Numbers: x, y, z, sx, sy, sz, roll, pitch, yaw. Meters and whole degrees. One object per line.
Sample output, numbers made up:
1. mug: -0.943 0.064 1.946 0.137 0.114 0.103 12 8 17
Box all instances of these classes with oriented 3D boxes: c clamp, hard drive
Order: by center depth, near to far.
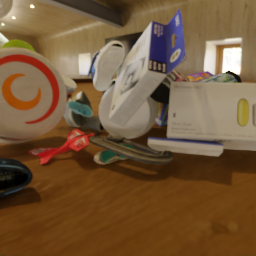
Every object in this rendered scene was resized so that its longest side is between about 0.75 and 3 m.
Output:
1. c clamp: 0.165 0.507 7.444 2.575 0.349 2.200 19 6 44
2. hard drive: 1.513 0.513 7.475 1.820 0.231 1.201 5 -10 13

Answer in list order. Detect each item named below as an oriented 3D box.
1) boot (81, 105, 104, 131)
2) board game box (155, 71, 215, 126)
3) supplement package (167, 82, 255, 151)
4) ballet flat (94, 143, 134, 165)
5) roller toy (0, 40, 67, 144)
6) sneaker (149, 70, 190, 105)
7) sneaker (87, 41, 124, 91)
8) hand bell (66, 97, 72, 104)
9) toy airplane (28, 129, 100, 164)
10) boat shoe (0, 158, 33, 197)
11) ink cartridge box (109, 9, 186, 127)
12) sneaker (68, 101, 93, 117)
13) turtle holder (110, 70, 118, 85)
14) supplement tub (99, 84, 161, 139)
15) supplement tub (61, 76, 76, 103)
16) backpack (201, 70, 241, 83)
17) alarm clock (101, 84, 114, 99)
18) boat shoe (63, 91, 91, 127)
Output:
1. boot: -1.285 -0.399 10.606 0.434 1.087 1.196 9 -8 -37
2. board game box: 2.389 -1.282 11.898 2.762 1.857 0.618 -18 49 -34
3. supplement package: 2.440 -0.253 7.657 2.606 1.445 2.029 2 -10 11
4. ballet flat: -0.390 0.674 7.405 1.248 0.472 0.399 -7 -5 -42
5. roller toy: -3.461 -0.851 8.535 2.045 2.670 2.927 -15 34 53
6. sneaker: 1.415 -1.395 9.195 1.157 2.880 1.243 -27 44 26
7. sneaker: -0.751 -2.290 8.959 0.784 1.945 1.424 4 51 -21
8. hand bell: -3.785 -1.220 14.855 1.093 1.093 2.099 -8 -1 -31
9. toy airplane: -1.654 0.501 7.557 1.965 0.361 1.965 -13 16 4
10. boat shoe: -2.971 0.882 4.712 2.672 1.125 0.917 -13 4 -39
11. ink cartridge box: 0.433 -1.688 7.332 0.520 2.560 2.555 27 41 -19
12. sneaker: -1.685 -0.638 10.296 0.979 0.390 0.639 28 -8 10
13. turtle holder: -0.347 -2.479 15.692 1.156 1.628 1.237 0 24 -46
14. supplement tub: 0.122 -0.739 10.051 1.973 1.973 2.722 2 13 10
15. supplement tub: -2.681 -1.353 11.091 0.790 1.289 0.790 32 26 -17
16. backpack: 3.230 -0.926 11.010 2.643 2.156 2.032 -10 29 -16
17. alarm clock: -0.456 -1.251 13.387 1.899 0.937 2.815 17 50 21
18. boat shoe: -2.280 -0.736 12.040 0.955 1.097 2.978 -26 24 9
